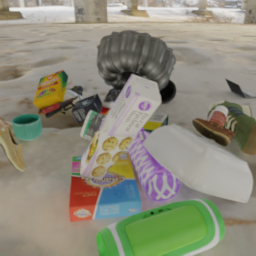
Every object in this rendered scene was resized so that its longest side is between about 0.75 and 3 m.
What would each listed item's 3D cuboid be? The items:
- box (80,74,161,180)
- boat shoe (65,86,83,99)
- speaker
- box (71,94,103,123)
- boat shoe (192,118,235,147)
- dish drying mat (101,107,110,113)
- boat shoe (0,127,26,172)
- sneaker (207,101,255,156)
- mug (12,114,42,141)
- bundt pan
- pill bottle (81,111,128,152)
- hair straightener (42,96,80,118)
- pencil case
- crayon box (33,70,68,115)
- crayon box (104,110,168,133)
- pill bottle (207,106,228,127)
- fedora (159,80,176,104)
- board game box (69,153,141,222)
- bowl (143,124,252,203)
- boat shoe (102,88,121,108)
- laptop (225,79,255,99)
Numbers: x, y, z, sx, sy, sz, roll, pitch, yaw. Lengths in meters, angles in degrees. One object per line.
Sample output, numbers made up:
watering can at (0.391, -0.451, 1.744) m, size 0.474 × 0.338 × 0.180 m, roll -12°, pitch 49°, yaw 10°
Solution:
box at (-0.267, 0.133, 5.426) m, size 0.542 × 2.614 × 0.506 m, roll 16°, pitch 45°, yaw -23°
boat shoe at (-2.206, -1.544, 11.459) m, size 0.381 × 0.489 × 1.076 m, roll 7°, pitch -6°, yaw 21°
speaker at (0.556, 1.830, 4.713) m, size 2.060 × 0.911 × 0.911 m, roll -10°, pitch 28°, yaw -21°
box at (-1.452, -0.704, 10.033) m, size 0.909 × 0.534 × 0.894 m, roll -18°, pitch 26°, yaw 11°
boat shoe at (2.027, 0.045, 6.705) m, size 0.374 × 0.398 × 1.107 m, roll -38°, pitch 45°, yaw -17°
dish drying mat at (-1.286, -0.756, 10.868) m, size 1.552 × 0.141 × 0.596 m, roll 15°, pitch 19°, yaw 27°
boat shoe at (-2.824, 0.517, 6.970) m, size 0.449 × 1.180 × 0.423 m, roll -30°, pitch 9°, yaw -5°
sneaker at (3.029, -0.122, 8.402) m, size 1.340 × 1.001 × 2.985 m, roll 15°, pitch 23°, yaw 9°
mug at (-3.130, -0.027, 8.844) m, size 0.849 × 0.639 × 1.034 m, roll 3°, pitch 25°, yaw 7°
bundt pan at (0.184, -2.074, 10.003) m, size 2.926 × 2.926 × 1.098 m, roll 7°, pitch 70°, yaw 15°
pill bottle at (-0.548, 0.115, 7.982) m, size 1.442 × 0.816 × 0.816 m, roll 20°, pitch 26°, yaw -4°
hair straightener at (-2.091, -0.665, 8.991) m, size 1.280 × 0.493 × 0.262 m, roll -30°, pitch 57°, yaw -8°
pencil case at (0.560, 0.815, 6.791) m, size 0.895 × 0.912 × 2.133 m, roll -6°, pitch 27°, yaw -11°
crayon box at (-2.981, -1.395, 10.807) m, size 1.123 × 0.449 × 1.770 m, roll -16°, pitch 47°, yaw 16°
crayon box at (0.135, -0.093, 9.065) m, size 2.078 × 0.528 × 1.319 m, roll 9°, pitch 27°, yaw 20°
pill bottle at (2.414, -0.211, 7.629) m, size 0.454 × 0.454 × 0.809 m, roll 17°, pitch 57°, yaw 31°
fedora at (1.453, -1.486, 11.806) m, size 1.214 × 1.214 × 0.555 m, roll 10°, pitch -6°, yaw 21°
board game box at (-0.573, 1.266, 6.447) m, size 1.469 × 0.387 × 1.920 m, roll -4°, pitch 26°, yaw -8°
bowl at (1.605, 0.660, 6.240) m, size 2.117 × 0.791 × 2.120 m, roll 20°, pitch 11°, yaw -32°
boat shoe at (-0.508, -1.108, 10.376) m, size 0.765 × 0.725 × 2.187 m, roll 0°, pitch 6°, yaw -13°
laptop at (5.056, -1.783, 12.460) m, size 1.155 × 0.669 × 1.082 m, roll -6°, pitch 27°, yaw -13°
